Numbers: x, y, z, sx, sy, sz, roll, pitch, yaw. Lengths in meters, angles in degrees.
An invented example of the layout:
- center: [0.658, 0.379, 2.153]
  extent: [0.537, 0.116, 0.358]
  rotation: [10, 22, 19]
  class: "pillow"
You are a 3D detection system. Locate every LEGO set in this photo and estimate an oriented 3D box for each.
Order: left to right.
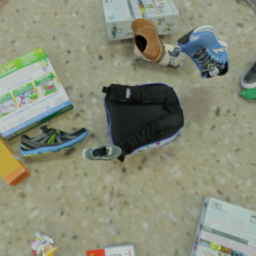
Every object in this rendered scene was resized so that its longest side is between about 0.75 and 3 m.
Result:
- center: [-3.312, 4.567, 9.630]
  extent: [0.946, 1.169, 2.542]
  rotation: [37, 106, 25]
  class: "LEGO set"

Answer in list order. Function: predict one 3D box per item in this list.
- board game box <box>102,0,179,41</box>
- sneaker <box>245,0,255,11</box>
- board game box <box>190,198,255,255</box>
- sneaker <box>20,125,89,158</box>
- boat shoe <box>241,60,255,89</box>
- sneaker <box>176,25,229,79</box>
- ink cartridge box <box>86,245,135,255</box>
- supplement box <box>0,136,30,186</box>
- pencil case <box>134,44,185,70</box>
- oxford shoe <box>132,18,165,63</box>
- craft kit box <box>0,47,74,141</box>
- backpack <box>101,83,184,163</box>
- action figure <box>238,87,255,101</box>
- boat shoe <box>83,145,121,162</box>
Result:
- center: [0.459, -4.757, 11.745]
  extent: [2.894, 0.930, 2.135]
  rotation: [-8, 51, -2]
  class: "board game box"
- center: [5.603, -6.208, 12.247]
  extent: [2.494, 1.440, 0.936]
  rotation: [43, 79, 10]
  class: "sneaker"
- center: [3.409, 4.160, 9.711]
  extent: [2.142, 0.933, 2.903]
  rotation: [18, 75, 5]
  class: "board game box"
- center: [-2.854, 0.376, 10.714]
  extent: [2.677, 0.949, 1.109]
  rotation: [-12, 82, 0]
  class: "sneaker"
- center: [5.480, -2.556, 11.473]
  extent: [2.274, 0.753, 0.795]
  rotation: [-39, 48, -10]
  class: "boat shoe"
- center: [2.632, -2.371, 9.141]
  extent: [1.118, 2.847, 1.269]
  rotation: [-26, 69, 38]
  class: "sneaker"
- center: [-0.584, 4.920, 9.765]
  extent: [1.737, 0.435, 1.409]
  rotation: [-6, 75, -4]
  class: "ink cartridge box"
- center: [-4.831, 1.022, 10.625]
  extent: [0.814, 0.842, 2.447]
  rotation: [-41, 80, -11]
  class: "supplement box"
- center: [1.269, -3.161, 11.692]
  extent: [2.250, 0.875, 1.006]
  rotation: [15, 99, 4]
  class: "pencil case"
- center: [0.451, -2.861, 8.659]
  extent: [0.756, 0.756, 2.121]
  rotation: [10, 40, -31]
  class: "oxford shoe"
- center: [-4.169, -1.417, 11.375]
  extent: [2.947, 0.715, 2.911]
  rotation: [-27, 79, -7]
  class: "craft kit box"
- center: [0.657, -0.332, 10.287]
  extent: [2.668, 2.158, 2.801]
  rotation: [-13, 82, 9]
  class: "backpack"
- center: [5.450, -1.397, 11.445]
  extent: [1.780, 0.487, 1.051]
  rotation: [2, 76, 8]
  class: "action figure"
- center: [-0.628, 0.694, 7.697]
  extent: [1.241, 0.383, 0.452]
  rotation: [0, 80, -40]
  class: "boat shoe"
